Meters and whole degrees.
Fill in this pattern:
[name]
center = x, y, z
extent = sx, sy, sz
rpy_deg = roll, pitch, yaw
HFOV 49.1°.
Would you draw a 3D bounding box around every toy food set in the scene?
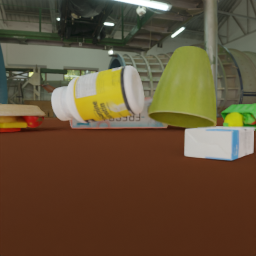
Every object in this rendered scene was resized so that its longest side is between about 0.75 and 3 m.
[toy food set]
center = -3.417, -0.234, 6.925
extent = 2.603, 0.633, 2.576
rpy_deg = 2, 3, 37

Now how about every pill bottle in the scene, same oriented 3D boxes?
[pill bottle]
center = -0.753, -0.760, 6.953
extent = 2.118, 1.186, 1.186
rpy_deg = -9, 0, 19

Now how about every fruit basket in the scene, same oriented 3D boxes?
[fruit basket]
center = 2.931, -0.180, 7.411
extent = 1.046, 0.755, 1.046
rpy_deg = -30, 26, 17

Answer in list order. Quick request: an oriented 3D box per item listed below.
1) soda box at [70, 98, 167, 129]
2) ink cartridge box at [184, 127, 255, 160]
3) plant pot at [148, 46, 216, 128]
[soda box]
center = -0.304, -0.474, 8.596
extent = 2.928, 0.931, 1.001
rpy_deg = 0, 5, -14
[ink cartridge box]
center = 0.973, 0.134, 2.856
extent = 0.470, 0.275, 0.811
rpy_deg = 2, 3, 39
[plant pot]
center = 1.611, -1.141, 7.727
extent = 1.837, 1.963, 1.837
rpy_deg = 10, -9, 2
